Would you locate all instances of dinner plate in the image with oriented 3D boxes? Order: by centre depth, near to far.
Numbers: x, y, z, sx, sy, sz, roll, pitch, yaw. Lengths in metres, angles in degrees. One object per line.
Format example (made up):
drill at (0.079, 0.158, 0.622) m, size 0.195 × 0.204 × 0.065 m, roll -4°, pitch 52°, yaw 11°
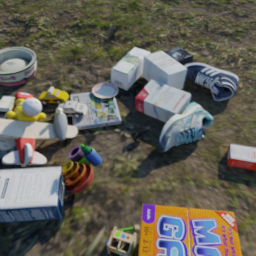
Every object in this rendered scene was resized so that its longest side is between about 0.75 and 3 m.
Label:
dinner plate at (-1.028, -1.662, 12.635) m, size 1.175 × 0.142 × 1.175 m, roll -1°, pitch 44°, yaw 1°

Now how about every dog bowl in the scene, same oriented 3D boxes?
dog bowl at (-5.622, -2.971, 13.719) m, size 2.395 × 0.883 × 2.395 m, roll 0°, pitch 46°, yaw 0°

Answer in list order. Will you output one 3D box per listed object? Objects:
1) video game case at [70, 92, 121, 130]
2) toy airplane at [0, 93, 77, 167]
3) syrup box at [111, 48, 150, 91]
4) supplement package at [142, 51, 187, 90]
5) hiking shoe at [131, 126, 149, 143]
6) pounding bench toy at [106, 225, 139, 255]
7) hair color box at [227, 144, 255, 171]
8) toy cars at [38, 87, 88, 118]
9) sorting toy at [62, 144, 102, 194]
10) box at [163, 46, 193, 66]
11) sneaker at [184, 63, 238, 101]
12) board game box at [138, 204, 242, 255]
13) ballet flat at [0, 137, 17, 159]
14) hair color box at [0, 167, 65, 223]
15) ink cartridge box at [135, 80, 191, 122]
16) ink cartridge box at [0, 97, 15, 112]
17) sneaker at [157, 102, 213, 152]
video game case at (-1.448, -0.825, 12.066) m, size 1.953 × 0.236 × 2.142 m, roll -8°, pitch 45°, yaw -8°
toy airplane at (-3.638, -0.089, 9.999) m, size 2.934 × 2.079 × 2.947 m, roll 36°, pitch 35°, yaw 4°
syrup box at (0.146, -2.911, 13.598) m, size 0.917 × 0.948 × 2.328 m, roll 24°, pitch 48°, yaw 18°
supplement package at (1.658, -2.598, 13.141) m, size 1.121 × 1.135 × 1.872 m, roll -22°, pitch 50°, yaw -26°
hiking shoe at (0.494, 0.245, 10.846) m, size 0.801 × 0.403 × 0.304 m, roll -30°, pitch 33°, yaw -11°
pounding bench toy at (-0.152, 3.115, 7.954) m, size 0.735 × 0.586 × 0.943 m, roll 14°, pitch 47°, yaw 14°
hair color box at (4.359, 1.083, 10.039) m, size 1.462 × 0.448 × 0.742 m, roll 9°, pitch 46°, yaw 10°
toy cars at (-2.852, -1.142, 11.913) m, size 1.221 × 0.603 × 2.723 m, roll -34°, pitch 48°, yaw -29°
sorting toy at (-1.637, 1.086, 9.157) m, size 1.309 × 0.894 × 2.178 m, roll -33°, pitch 29°, yaw 10°
box at (2.498, -3.515, 14.384) m, size 1.161 × 0.693 × 1.181 m, roll -24°, pitch 52°, yaw -21°
sneaker at (3.631, -2.095, 12.810) m, size 2.726 × 0.955 × 1.479 m, roll 15°, pitch 46°, yaw 10°
board game box at (1.283, 3.374, 6.579) m, size 2.164 × 2.165 × 2.163 m, roll 4°, pitch 46°, yaw 4°
ballet flat at (-4.865, 0.650, 10.180) m, size 2.558 × 0.949 × 0.949 m, roll -8°, pitch 46°, yaw -8°
hair color box at (-3.515, 2.098, 8.740) m, size 2.882 × 0.872 × 1.441 m, roll -2°, pitch 46°, yaw -2°
ink cartridge box at (1.465, -1.075, 11.862) m, size 1.925 × 0.797 × 1.403 m, roll 25°, pitch 55°, yaw 23°
ink cartridge box at (-5.578, -1.050, 12.286) m, size 1.061 × 0.254 × 0.772 m, roll 4°, pitch 46°, yaw 1°
sneaker at (2.225, 0.048, 10.619) m, size 1.239 × 1.114 × 2.871 m, roll 34°, pitch 55°, yaw 25°
